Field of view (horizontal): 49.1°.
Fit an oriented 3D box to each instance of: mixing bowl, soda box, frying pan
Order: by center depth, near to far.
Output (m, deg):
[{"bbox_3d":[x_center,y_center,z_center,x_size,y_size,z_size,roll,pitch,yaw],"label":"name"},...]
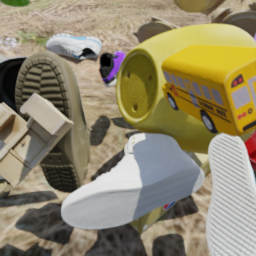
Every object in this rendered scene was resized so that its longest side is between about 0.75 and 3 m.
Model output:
[{"bbox_3d":[-1.925,-0.264,5.326,1.557,2.573,0.419,12,40,-22],"label":"frying pan"},{"bbox_3d":[1.041,1.165,6.899,2.929,0.938,0.992,-33,53,-28],"label":"soda box"},{"bbox_3d":[2.992,0.584,7.417,1.482,0.803,1.482,20,43,-20],"label":"mixing bowl"}]

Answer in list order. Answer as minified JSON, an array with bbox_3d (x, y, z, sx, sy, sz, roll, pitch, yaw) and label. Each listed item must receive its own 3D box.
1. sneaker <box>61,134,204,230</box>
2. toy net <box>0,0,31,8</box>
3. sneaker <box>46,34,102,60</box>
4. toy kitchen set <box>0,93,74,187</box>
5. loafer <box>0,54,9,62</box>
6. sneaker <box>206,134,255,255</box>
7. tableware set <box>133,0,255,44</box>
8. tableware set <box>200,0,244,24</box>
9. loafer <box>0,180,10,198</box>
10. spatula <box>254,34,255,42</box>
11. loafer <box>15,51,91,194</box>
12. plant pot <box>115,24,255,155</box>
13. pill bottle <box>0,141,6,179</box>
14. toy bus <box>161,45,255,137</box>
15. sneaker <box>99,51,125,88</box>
[{"bbox_3d":[-0.033,0.778,4.542,2.147,0.791,1.241,-15,33,-8],"label":"sneaker"},{"bbox_3d":[-3.210,-2.822,5.842,2.166,0.418,1.136,-2,5,12],"label":"toy net"},{"bbox_3d":[-2.255,-3.240,11.499,2.307,0.865,1.000,-1,50,-1],"label":"sneaker"},{"bbox_3d":[-1.420,0.047,3.410,0.922,1.020,1.130,42,85,-4],"label":"toy kitchen set"},{"bbox_3d":[-3.152,-1.731,7.878,1.454,0.508,0.507,34,78,5],"label":"loafer"},{"bbox_3d":[1.599,1.115,4.093,0.751,0.832,2.031,-8,54,30],"label":"sneaker"},{"bbox_3d":[1.708,-2.335,6.790,2.479,2.967,0.344,25,65,-21],"label":"tableware set"},{"bbox_3d":[2.973,-3.708,7.909,0.263,1.897,2.271,54,23,10],"label":"tableware set"},{"bbox_3d":[-3.626,1.447,6.955,1.342,0.452,0.510,4,45,4],"label":"loafer"},{"bbox_3d":[3.531,-1.234,6.074,2.654,0.750,0.273,17,5,-22],"label":"spatula"},{"bbox_3d":[-1.188,-0.068,4.850,0.985,2.592,0.874,6,30,10],"label":"loafer"},{"bbox_3d":[0.928,-0.766,5.510,1.946,2.741,2.741,-2,40,-34],"label":"plant pot"},{"bbox_3d":[-3.985,0.011,7.525,2.956,1.710,1.710,24,49,22],"label":"pill bottle"},{"bbox_3d":[0.940,-0.516,3.317,0.646,0.777,1.984,-29,22,-3],"label":"toy bus"},{"bbox_3d":[-0.420,-1.723,7.249,0.483,0.690,1.388,-13,41,26],"label":"sneaker"}]
